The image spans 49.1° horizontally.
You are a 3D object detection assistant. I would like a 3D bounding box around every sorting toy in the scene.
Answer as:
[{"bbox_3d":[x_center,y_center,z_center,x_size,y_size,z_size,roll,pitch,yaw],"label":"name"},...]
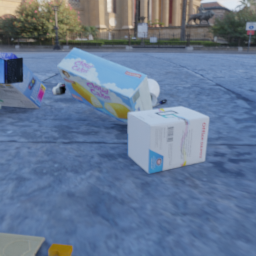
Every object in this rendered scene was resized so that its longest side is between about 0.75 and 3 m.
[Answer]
[{"bbox_3d":[-1.594,1.818,3.737,1.524,0.204,1.135,3,14,8],"label":"sorting toy"}]

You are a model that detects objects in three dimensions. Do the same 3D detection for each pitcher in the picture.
[{"bbox_3d":[0.659,-1.539,12.641,1.456,1.029,1.697,-5,28,14],"label":"pitcher"}]

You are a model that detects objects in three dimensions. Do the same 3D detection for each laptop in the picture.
[{"bbox_3d":[-3.349,-1.598,7.668,0.816,0.723,0.421,-4,-5,11],"label":"laptop"}]

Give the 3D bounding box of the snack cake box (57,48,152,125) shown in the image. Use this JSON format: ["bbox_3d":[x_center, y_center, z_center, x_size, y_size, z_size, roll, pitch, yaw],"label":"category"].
[{"bbox_3d":[-0.743,-1.308,9.266,2.967,1.706,0.997,26,66,26],"label":"snack cake box"}]

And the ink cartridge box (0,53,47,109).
[{"bbox_3d":[-4.844,-1.892,10.876,2.024,1.132,2.967,5,-18,15],"label":"ink cartridge box"}]

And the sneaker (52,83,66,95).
[{"bbox_3d":[-3.492,-2.038,14.783,0.566,0.478,1.295,4,23,9],"label":"sneaker"}]

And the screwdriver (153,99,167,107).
[{"bbox_3d":[1.310,-1.065,12.302,0.188,0.196,1.345,13,22,36],"label":"screwdriver"}]

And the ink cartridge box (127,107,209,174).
[{"bbox_3d":[0.946,0.226,6.869,1.608,1.180,1.174,-8,20,-24],"label":"ink cartridge box"}]
